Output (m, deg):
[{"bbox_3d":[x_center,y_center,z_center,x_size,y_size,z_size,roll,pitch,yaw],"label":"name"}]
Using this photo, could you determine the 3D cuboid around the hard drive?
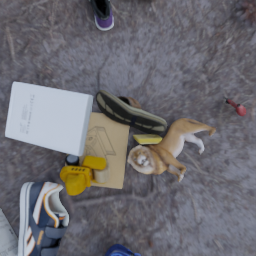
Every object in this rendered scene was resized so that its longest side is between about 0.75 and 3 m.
[{"bbox_3d":[-2.152,-0.285,7.455,2.363,0.315,1.559,12,94,20],"label":"hard drive"}]

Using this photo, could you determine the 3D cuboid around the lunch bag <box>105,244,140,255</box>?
[{"bbox_3d":[-0.278,4.253,7.595,1.365,1.330,2.010,32,83,4],"label":"lunch bag"}]

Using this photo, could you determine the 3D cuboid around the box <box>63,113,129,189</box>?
[{"bbox_3d":[-0.971,0.656,8.693,1.840,0.239,2.251,6,82,2],"label":"box"}]

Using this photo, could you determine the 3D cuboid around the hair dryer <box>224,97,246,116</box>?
[{"bbox_3d":[3.245,-0.630,8.518,0.737,0.968,0.263,35,95,-3],"label":"hair dryer"}]

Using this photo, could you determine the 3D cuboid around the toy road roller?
[{"bbox_3d":[-1.224,1.375,7.852,1.350,0.830,0.986,5,45,4],"label":"toy road roller"}]

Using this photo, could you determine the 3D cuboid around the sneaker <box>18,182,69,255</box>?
[{"bbox_3d":[-2.338,2.985,7.875,1.168,1.153,2.941,-6,80,5],"label":"sneaker"}]

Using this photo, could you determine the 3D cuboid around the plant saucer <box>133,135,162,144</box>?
[{"bbox_3d":[0.578,0.346,8.460,0.762,0.762,0.185,-2,97,-9],"label":"plant saucer"}]

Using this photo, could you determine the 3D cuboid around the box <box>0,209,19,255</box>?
[{"bbox_3d":[-4.492,3.459,7.139,2.474,2.461,1.617,-33,83,-5],"label":"box"}]

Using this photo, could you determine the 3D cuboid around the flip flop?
[{"bbox_3d":[0.111,-0.526,8.362,2.286,0.927,0.658,22,56,-4],"label":"flip flop"}]

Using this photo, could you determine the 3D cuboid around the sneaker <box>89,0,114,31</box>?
[{"bbox_3d":[-0.954,-4.337,9.106,0.793,0.917,2.094,-20,82,-3],"label":"sneaker"}]

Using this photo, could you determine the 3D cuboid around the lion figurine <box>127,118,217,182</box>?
[{"bbox_3d":[1.343,0.501,8.472,1.627,0.963,2.657,36,68,21],"label":"lion figurine"}]
